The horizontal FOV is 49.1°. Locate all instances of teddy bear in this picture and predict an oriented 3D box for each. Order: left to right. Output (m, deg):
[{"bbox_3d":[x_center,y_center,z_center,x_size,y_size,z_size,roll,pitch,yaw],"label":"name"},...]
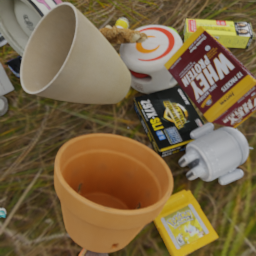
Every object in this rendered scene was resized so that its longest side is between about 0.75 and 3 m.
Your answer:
[{"bbox_3d":[-0.239,-3.234,9.714,1.373,0.632,1.893,-14,22,-40],"label":"teddy bear"}]

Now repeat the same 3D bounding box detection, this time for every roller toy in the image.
[{"bbox_3d":[0.916,-2.573,10.893,2.561,1.790,2.336,-16,57,2],"label":"roller toy"}]

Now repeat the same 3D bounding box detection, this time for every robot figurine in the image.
[{"bbox_3d":[2.784,0.808,8.839,2.339,1.321,1.984,-24,77,-15],"label":"robot figurine"}]

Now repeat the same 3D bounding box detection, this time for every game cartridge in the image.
[{"bbox_3d":[1.555,2.751,8.154,1.443,0.266,1.637,-21,59,-14],"label":"game cartridge"}]

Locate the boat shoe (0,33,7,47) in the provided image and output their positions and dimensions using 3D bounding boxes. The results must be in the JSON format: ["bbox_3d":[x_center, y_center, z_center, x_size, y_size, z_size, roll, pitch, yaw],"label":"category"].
[{"bbox_3d":[-6.229,-3.702,12.376,1.835,0.627,0.677,-39,64,-23],"label":"boat shoe"}]

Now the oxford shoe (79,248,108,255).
[{"bbox_3d":[-0.935,3.582,7.262,0.851,0.832,2.334,15,56,5],"label":"oxford shoe"}]

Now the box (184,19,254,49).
[{"bbox_3d":[4.038,-4.276,12.705,2.907,0.728,1.094,5,56,3],"label":"box"}]

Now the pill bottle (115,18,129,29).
[{"bbox_3d":[-0.367,-4.557,12.984,0.601,0.601,1.073,12,55,8],"label":"pill bottle"}]

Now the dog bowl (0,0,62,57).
[{"bbox_3d":[-2.970,-3.321,8.945,2.896,2.896,1.068,29,60,18],"label":"dog bowl"}]

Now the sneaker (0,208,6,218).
[{"bbox_3d":[-4.015,2.623,8.232,0.800,0.310,0.319,-17,66,-12],"label":"sneaker"}]

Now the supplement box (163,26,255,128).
[{"bbox_3d":[2.423,-1.247,7.465,2.011,1.354,2.039,7,44,-52],"label":"supplement box"}]

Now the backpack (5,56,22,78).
[{"bbox_3d":[-4.447,-2.468,11.508,0.839,0.646,0.799,-34,69,-12],"label":"backpack"}]

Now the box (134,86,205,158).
[{"bbox_3d":[1.508,-0.292,10.056,1.959,0.605,2.453,-17,57,-10],"label":"box"}]

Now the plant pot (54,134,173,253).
[{"bbox_3d":[-0.547,1.775,7.322,2.920,2.044,2.920,13,29,-7],"label":"plant pot"}]

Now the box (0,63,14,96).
[{"bbox_3d":[-6.053,-1.857,10.196,2.768,2.108,1.472,-34,62,-21],"label":"box"}]

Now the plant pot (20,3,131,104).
[{"bbox_3d":[-1.181,-1.607,7.713,2.386,2.548,2.386,-17,63,37],"label":"plant pot"}]

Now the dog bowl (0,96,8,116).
[{"bbox_3d":[-4.985,-0.798,10.565,0.914,0.268,0.914,2,59,-3],"label":"dog bowl"}]
